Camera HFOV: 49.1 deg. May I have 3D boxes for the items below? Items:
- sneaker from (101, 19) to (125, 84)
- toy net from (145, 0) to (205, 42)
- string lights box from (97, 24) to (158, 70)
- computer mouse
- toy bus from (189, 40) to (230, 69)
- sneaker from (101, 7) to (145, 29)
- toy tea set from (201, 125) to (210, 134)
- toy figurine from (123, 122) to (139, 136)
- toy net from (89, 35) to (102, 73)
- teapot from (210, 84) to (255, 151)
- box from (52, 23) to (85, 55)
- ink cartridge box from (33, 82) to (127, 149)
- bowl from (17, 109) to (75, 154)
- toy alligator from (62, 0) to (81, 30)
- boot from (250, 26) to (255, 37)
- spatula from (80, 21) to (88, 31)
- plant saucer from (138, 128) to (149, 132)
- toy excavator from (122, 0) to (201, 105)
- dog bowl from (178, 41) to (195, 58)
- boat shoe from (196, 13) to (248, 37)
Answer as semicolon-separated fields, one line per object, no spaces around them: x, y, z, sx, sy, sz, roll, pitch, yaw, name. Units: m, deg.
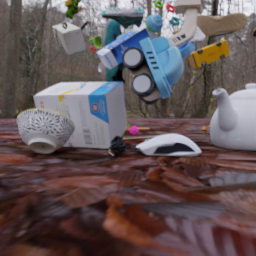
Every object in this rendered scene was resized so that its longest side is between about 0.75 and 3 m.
-0.398;-2.807;10.604;1.015;2.541;0.907;21;40;19;sneaker
1.572;-3.345;9.097;1.983;1.040;0.383;19;-23;-12;toy net
-0.058;-2.771;9.424;1.899;0.560;0.976;-34;27;-3;string lights box
0.738;0.459;7.976;2.628;0.577;1.441;0;2;3;computer mouse
3.726;-3.411;13.065;2.343;0.762;0.917;-26;14;-26;toy bus
-0.143;-2.999;7.744;1.207;0.550;0.468;0;40;-4;sneaker
4.492;0.151;14.727;0.804;0.500;1.352;34;-32;-23;toy tea set
0.151;0.157;14.255;0.971;0.792;1.055;20;-10;38;toy figurine
-1.300;-3.157;12.573;0.992;1.891;0.365;3;24;29;toy net
4.244;-0.417;9.569;2.898;2.144;2.936;1;3;11;teapot
-1.875;-2.816;8.742;0.567;0.681;1.657;-21;31;-16;box
-1.548;-0.512;9.737;2.540;1.870;1.837;2;23;17;ink cartridge box
-2.370;0.235;7.933;1.642;0.771;1.642;0;-32;0;bowl
-1.453;-3.159;7.380;0.291;1.213;0.402;6;-8;28;toy alligator
5.660;-3.676;11.016;1.424;0.552;0.985;-14;47;-21;boot
-1.938;-3.776;11.038;0.344;1.219;0.125;42;-20;-32;spatula
0.760;0.106;17.354;1.128;0.211;1.128;1;3;0;plant saucer
1.168;-2.227;8.084;2.607;2.535;1.302;-21;-14;10;toy excavator
1.744;-2.703;9.392;0.286;0.644;1.155;42;-2;-33;dog bowl
3.026;-3.540;9.798;2.129;0.766;0.690;-1;2;23;boat shoe
